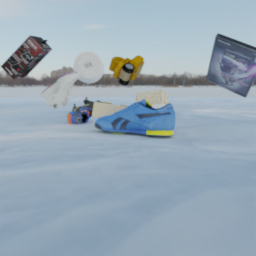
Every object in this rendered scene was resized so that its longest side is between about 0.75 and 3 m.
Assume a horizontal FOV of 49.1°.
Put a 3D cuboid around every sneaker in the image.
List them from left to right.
[{"bbox_3d":[-2.258,-1.314,9.912,1.820,0.907,0.681,-31,5,30],"label":"sneaker"},{"bbox_3d":[-1.577,-0.381,9.915,0.558,0.536,1.422,10,19,18],"label":"sneaker"},{"bbox_3d":[0.139,-0.287,7.320,2.331,0.914,0.768,3,5,32],"label":"sneaker"}]

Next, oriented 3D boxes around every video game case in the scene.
[{"bbox_3d":[2.867,-1.644,7.676,1.304,0.173,1.825,29,-22,20],"label":"video game case"}]

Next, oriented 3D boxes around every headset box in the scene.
[{"bbox_3d":[-3.203,-2.337,9.075,1.541,0.578,1.145,-42,11,10],"label":"headset box"}]

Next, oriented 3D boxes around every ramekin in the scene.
[{"bbox_3d":[-1.479,-2.295,10.485,1.165,1.165,0.568,-1,-2,-6],"label":"ramekin"}]

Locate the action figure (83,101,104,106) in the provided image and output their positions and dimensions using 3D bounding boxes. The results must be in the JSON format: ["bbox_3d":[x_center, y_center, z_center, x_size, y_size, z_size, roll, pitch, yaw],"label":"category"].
[{"bbox_3d":[-1.853,-1.081,14.628,1.373,0.636,2.324,5,12,14],"label":"action figure"}]

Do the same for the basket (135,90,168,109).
[{"bbox_3d":[1.012,-1.072,12.054,1.357,0.837,0.920,-7,-15,25],"label":"basket"}]

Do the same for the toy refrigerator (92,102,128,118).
[{"bbox_3d":[-0.270,-0.448,8.223,1.446,0.506,0.549,9,4,16],"label":"toy refrigerator"}]

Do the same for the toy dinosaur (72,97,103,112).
[{"bbox_3d":[-1.902,-0.977,13.387,1.309,0.705,2.970,19,20,35],"label":"toy dinosaur"}]

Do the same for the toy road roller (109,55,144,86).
[{"bbox_3d":[-0.078,-1.755,8.037,0.737,0.620,1.009,36,45,11],"label":"toy road roller"}]
